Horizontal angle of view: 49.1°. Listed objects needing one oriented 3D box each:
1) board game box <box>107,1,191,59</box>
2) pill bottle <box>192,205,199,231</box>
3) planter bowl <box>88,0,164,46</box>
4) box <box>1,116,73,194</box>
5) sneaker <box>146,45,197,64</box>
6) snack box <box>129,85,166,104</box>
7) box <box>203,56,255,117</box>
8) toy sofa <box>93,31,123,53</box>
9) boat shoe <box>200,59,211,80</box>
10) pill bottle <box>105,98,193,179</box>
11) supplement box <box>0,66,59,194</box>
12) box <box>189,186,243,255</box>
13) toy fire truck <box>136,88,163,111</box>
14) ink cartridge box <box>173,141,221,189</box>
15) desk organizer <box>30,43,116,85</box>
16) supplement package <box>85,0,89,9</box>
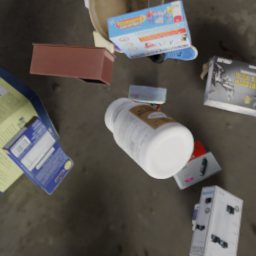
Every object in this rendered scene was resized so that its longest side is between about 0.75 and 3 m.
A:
[{"bbox_3d":[0.665,-2.588,7.726,1.931,1.891,0.540,-7,85,16],"label":"board game box"},{"bbox_3d":[2.248,2.842,8.774,0.432,0.432,0.778,15,63,8],"label":"pill bottle"},{"bbox_3d":[0.146,-4.366,9.849,2.641,2.641,1.778,40,42,19],"label":"planter bowl"},{"bbox_3d":[-2.211,0.748,7.145,0.302,1.864,1.129,9,50,36],"label":"box"},{"bbox_3d":[1.456,-2.610,9.909,1.808,0.694,1.006,20,51,11],"label":"sneaker"},{"bbox_3d":[0.597,-1.053,8.946,1.113,1.320,0.447,6,92,3],"label":"snack box"},{"bbox_3d":[4.209,-1.568,10.707,2.379,0.575,1.884,14,74,0],"label":"box"},{"bbox_3d":[-0.583,-4.614,12.397,1.245,1.057,2.551,11,63,7],"label":"toy sofa"},{"bbox_3d":[3.281,-2.439,11.617,0.403,0.445,1.249,30,57,21],"label":"boat shoe"},{"bbox_3d":[0.402,0.115,7.384,1.405,1.405,2.457,-31,37,-16],"label":"pill bottle"},{"bbox_3d":[-4.161,0.154,8.789,1.954,2.910,2.907,36,68,17],"label":"supplement box"},{"bbox_3d":[2.646,2.942,8.325,1.212,0.625,2.078,29,61,-20],"label":"box"},{"bbox_3d":[0.905,-1.085,10.812,0.897,0.656,1.019,24,53,13],"label":"toy fire truck"},{"bbox_3d":[2.199,1.207,9.707,1.537,0.335,1.334,-22,65,-11],"label":"ink cartridge box"},{"bbox_3d":[-1.454,-1.650,7.287,2.062,0.740,0.794,8,89,17],"label":"desk organizer"},{"bbox_3d":[-1.590,-5.941,13.394,0.546,0.540,0.901,-41,69,-19],"label":"supplement package"}]
